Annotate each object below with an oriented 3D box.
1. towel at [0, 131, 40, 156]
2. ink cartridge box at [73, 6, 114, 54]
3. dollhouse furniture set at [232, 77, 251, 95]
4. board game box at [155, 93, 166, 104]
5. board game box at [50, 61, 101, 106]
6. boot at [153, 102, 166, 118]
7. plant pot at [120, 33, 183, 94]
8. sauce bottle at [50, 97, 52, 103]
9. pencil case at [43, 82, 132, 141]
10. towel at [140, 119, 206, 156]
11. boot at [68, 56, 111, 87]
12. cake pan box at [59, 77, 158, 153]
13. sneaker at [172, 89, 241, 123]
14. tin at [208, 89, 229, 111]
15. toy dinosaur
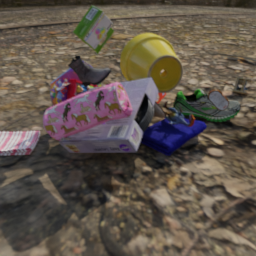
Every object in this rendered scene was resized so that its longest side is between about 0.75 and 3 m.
[{"bbox_3d":[-3.994,0.466,9.498,1.769,0.265,1.294,-1,29,-2],"label":"towel"},{"bbox_3d":[-0.994,-3.239,9.637,0.562,1.097,1.484,39,4,32],"label":"ink cartridge box"},{"bbox_3d":[5.546,-1.984,13.564,0.678,0.682,0.967,18,5,27],"label":"dollhouse furniture set"},{"bbox_3d":[0.074,-1.132,11.550,2.213,0.583,2.892,3,27,25],"label":"board game box"},{"bbox_3d":[-1.756,-1.345,10.610,0.467,1.895,2.399,8,45,44],"label":"board game box"},{"bbox_3d":[0.439,-0.453,9.203,1.146,0.550,1.567,-29,28,-6],"label":"boot"},{"bbox_3d":[0.982,-2.280,10.449,2.142,2.142,2.016,-9,29,-15],"label":"plant pot"},{"bbox_3d":[-2.557,-1.601,12.638,0.701,0.701,2.125,20,33,31],"label":"sauce bottle"},{"bbox_3d":[-1.133,-0.442,7.928,2.493,1.079,1.032,-20,15,16],"label":"pencil case"},{"bbox_3d":[1.504,0.204,9.782,2.132,0.528,1.574,-25,32,-37],"label":"towel"},{"bbox_3d":[-1.398,-2.009,9.627,1.653,1.088,0.577,-8,40,46],"label":"boot"},{"bbox_3d":[-0.546,-0.392,8.908,2.751,0.720,2.534,-5,49,33],"label":"cake pan box"},{"bbox_3d":[3.096,-0.892,10.989,2.658,1.132,1.037,1,30,0],"label":"sneaker"},{"bbox_3d":[3.101,-0.952,9.610,0.828,0.463,0.173,44,29,-8],"label":"tin"},{"bbox_3d":[1.726,-0.409,9.585,1.277,0.739,1.407,33,9,21],"label":"toy dinosaur"}]
